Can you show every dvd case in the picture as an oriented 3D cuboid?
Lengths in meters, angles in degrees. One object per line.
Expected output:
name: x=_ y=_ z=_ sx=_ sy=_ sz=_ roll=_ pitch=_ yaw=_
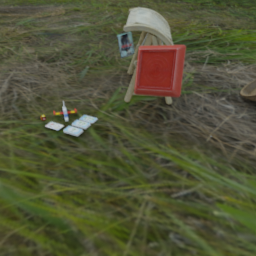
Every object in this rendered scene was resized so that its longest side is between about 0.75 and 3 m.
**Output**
dvd case: x=-0.072 y=-2.826 z=9.561 sx=0.554 sy=0.759 sz=0.083 roll=-24 pitch=33 yaw=-24

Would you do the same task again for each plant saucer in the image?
plant saucer: x=0.604 y=-1.196 z=5.800 sx=1.054 sy=1.056 sz=0.194 roll=8 pitch=3 yaw=27
plant saucer: x=5.385 y=-1.640 z=10.131 sx=2.549 sy=0.375 sz=2.549 roll=-27 pitch=11 yaw=6

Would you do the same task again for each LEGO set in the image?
LEGO set: x=-2.034 y=-0.339 z=9.240 sx=1.669 sy=0.410 sz=1.247 roll=15 pitch=33 yaw=21

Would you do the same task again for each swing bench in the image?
swing bench: x=0.828 y=-2.838 z=10.685 sx=1.864 sy=2.873 sz=2.858 roll=3 pitch=34 yaw=3
